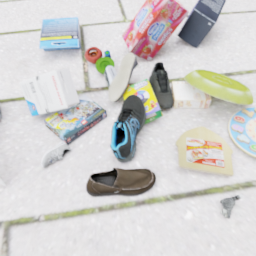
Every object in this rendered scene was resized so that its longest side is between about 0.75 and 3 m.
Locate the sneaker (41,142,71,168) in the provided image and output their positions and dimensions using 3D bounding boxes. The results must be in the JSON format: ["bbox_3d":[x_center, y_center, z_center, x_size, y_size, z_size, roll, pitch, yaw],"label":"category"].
[{"bbox_3d":[-2.579,0.987,10.015,0.514,0.468,1.253,29,56,22],"label":"sneaker"}]

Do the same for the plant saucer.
[{"bbox_3d":[3.766,-1.785,11.467,2.952,0.459,2.952,15,25,-7],"label":"plant saucer"}]

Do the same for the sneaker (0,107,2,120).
[{"bbox_3d":[-5.807,-0.258,10.683,1.417,1.111,2.852,-4,49,1],"label":"sneaker"}]

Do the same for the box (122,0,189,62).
[{"bbox_3d":[1.178,-4.816,13.133,1.403,2.938,1.465,15,40,-38],"label":"box"}]

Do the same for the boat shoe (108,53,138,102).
[{"bbox_3d":[-0.119,-2.029,11.900,0.831,0.718,2.288,10,73,36],"label":"boat shoe"}]

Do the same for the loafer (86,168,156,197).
[{"bbox_3d":[-0.221,1.738,9.142,2.358,0.841,0.861,-9,51,-7],"label":"loafer"}]

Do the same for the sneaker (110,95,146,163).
[{"bbox_3d":[-0.002,-0.142,10.095,0.977,1.093,2.669,0,64,20],"label":"sneaker"}]

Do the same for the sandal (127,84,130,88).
[{"bbox_3d":[-0.263,-2.254,12.775,0.490,0.366,1.278,-11,51,-9],"label":"sandal"}]

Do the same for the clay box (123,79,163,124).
[{"bbox_3d":[0.500,-1.137,11.505,1.245,0.516,2.168,-24,52,8],"label":"clay box"}]

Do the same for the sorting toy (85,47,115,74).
[{"bbox_3d":[-1.262,-3.150,13.414,1.081,0.739,1.799,-38,71,-10],"label":"sorting toy"}]

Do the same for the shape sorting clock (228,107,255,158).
[{"bbox_3d":[5.246,0.134,10.678,2.750,0.540,2.750,0,50,0],"label":"shape sorting clock"}]

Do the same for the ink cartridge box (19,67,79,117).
[{"bbox_3d":[-3.011,-1.357,10.755,1.971,1.439,0.831,-9,14,30],"label":"ink cartridge box"}]

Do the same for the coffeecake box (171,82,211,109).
[{"bbox_3d":[2.650,-1.416,11.958,1.494,0.546,1.147,-1,50,-1],"label":"coffeecake box"}]

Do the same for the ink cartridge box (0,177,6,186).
[{"bbox_3d":[-5.605,1.337,8.863,2.996,1.755,1.009,17,52,15],"label":"ink cartridge box"}]

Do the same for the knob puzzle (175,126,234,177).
[{"bbox_3d":[2.746,0.794,10.252,2.336,0.324,2.336,3,46,-4],"label":"knob puzzle"}]

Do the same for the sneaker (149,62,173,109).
[{"bbox_3d":[1.381,-1.833,11.953,0.927,1.107,2.440,-6,52,-9],"label":"sneaker"}]

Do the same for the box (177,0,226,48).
[{"bbox_3d":[3.799,-5.668,14.465,1.268,1.798,2.430,32,54,-3],"label":"box"}]

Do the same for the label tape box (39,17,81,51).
[{"bbox_3d":[-3.451,-4.612,14.422,1.923,0.887,2.684,-6,52,-5],"label":"label tape box"}]

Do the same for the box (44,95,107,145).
[{"bbox_3d":[-2.076,-0.373,11.191,1.412,0.390,2.068,37,59,27],"label":"box"}]

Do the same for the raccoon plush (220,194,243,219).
[{"bbox_3d":[3.202,2.440,8.647,0.410,0.846,0.567,16,48,-29],"label":"raccoon plush"}]

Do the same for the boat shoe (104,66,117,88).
[{"bbox_3d":[-0.658,-1.975,12.427,0.560,0.551,1.552,-6,70,-30],"label":"boat shoe"}]
